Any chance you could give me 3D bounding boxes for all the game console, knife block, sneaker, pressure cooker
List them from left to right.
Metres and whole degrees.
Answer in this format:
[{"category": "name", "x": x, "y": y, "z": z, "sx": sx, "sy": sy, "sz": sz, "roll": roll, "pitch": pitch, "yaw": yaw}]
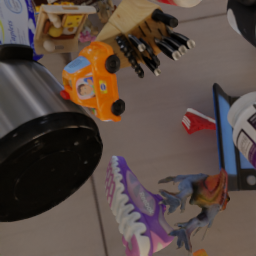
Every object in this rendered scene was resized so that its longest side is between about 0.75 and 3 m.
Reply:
[{"category": "pressure cooker", "x": -2.217, "y": 0.008, "z": 5.482, "sx": 2.533, "sy": 2.572, "sz": 2.880, "roll": -40, "pitch": 62, "yaw": -5}, {"category": "sneaker", "x": 0.219, "y": 1.586, "z": 5.953, "sx": 1.053, "sy": 0.958, "sz": 2.383, "roll": -6, "pitch": 46, "yaw": -21}, {"category": "knife block", "x": 0.449, "y": -1.954, "z": 5.451, "sx": 2.086, "sy": 0.760, "sz": 2.377, "roll": -5, "pitch": 48, "yaw": 39}, {"category": "sneaker", "x": 2.184, "y": -0.012, "z": 8.325, "sx": 1.254, "sy": 0.491, "sz": 0.724, "roll": 29, "pitch": 88, "yaw": 18}, {"category": "game console", "x": 3.375, "y": 0.289, "z": 7.597, "sx": 2.384, "sy": 1.653, "sz": 2.793, "roll": -1, "pitch": 79, "yaw": 1}]

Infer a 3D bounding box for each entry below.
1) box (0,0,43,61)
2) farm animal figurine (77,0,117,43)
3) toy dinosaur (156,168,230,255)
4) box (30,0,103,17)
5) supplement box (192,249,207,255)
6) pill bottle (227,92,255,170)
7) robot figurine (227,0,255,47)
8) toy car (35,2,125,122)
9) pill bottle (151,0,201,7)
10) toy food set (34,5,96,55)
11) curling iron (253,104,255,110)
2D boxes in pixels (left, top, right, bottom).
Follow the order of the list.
[{"category": "box", "x": -2.935, "y": -2.212, "z": 6.107, "sx": 0.892, "sy": 1.700, "sz": 1.563, "roll": -17, "pitch": 85, "yaw": 36}, {"category": "farm animal figurine", "x": -0.965, "y": -3.256, "z": 8.854, "sx": 1.672, "sy": 0.841, "sz": 1.350, "roll": -36, "pitch": 61, "yaw": -4}, {"category": "toy dinosaur", "x": 1.645, "y": 1.363, "z": 5.362, "sx": 2.383, "sy": 2.626, "sz": 1.379, "roll": -18, "pitch": 79, "yaw": -40}, {"category": "box", "x": -2.420, "y": -5.062, "z": 8.404, "sx": 2.326, "sy": 2.303, "sz": 2.804, "roll": -33, "pitch": 80, "yaw": -7}, {"category": "supplement box", "x": 1.763, "y": 3.133, "z": 6.284, "sx": 0.263, "sy": 0.254, "sz": 0.764, "roll": -38, "pitch": 56, "yaw": 15}, {"category": "pill bottle", "x": 3.140, "y": 0.384, "z": 5.618, "sx": 1.447, "sy": 1.447, "sz": 2.573, "roll": -20, "pitch": 45, "yaw": -4}, {"category": "robot figurine", "x": 3.150, "y": -2.531, "z": 5.944, "sx": 1.943, "sy": 1.614, "sz": 2.586, "roll": -18, "pitch": 39, "yaw": 5}, {"category": "toy car", "x": -1.085, "y": -1.255, "z": 5.264, "sx": 0.958, "sy": 1.412, "sz": 2.878, "roll": -19, "pitch": 47, "yaw": -23}, {"category": "pill bottle", "x": 0.812, "y": -3.300, "z": 6.171, "sx": 0.993, "sy": 0.993, "sz": 1.770, "roll": -45, "pitch": 47, "yaw": -9}, {"category": "toy food set", "x": -1.099, "y": -1.641, "z": 4.786, "sx": 0.837, "sy": 1.166, "sz": 0.352, "roll": -13, "pitch": 79, "yaw": -29}, {"category": "curling iron", "x": 2.449, "y": -0.134, "z": 4.694, "sx": 0.926, "sy": 0.230, "sz": 0.118, "roll": 35, "pitch": 62, "yaw": -8}]
